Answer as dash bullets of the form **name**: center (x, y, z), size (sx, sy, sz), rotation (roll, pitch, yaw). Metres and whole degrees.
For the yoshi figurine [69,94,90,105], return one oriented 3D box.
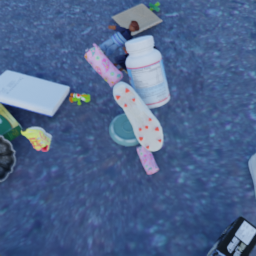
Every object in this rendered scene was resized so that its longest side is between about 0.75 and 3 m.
- **yoshi figurine**: center (-1.895, -1.180, 11.296), size (0.855, 0.481, 0.479), rotation (1, 15, 17)

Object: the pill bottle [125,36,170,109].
- **pill bottle**: center (0.621, -1.878, 9.543), size (1.221, 2.246, 1.221), rotation (-14, 24, 6)

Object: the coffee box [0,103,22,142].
- **coffee box**: center (-5.558, 0.294, 10.090), size (2.956, 0.650, 1.818), rotation (-36, 64, -21)

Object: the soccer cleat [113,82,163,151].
- **soccer cleat**: center (0.366, -0.392, 8.961), size (0.877, 2.530, 0.981), rotation (-29, 19, 9)

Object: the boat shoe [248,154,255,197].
- **boat shoe**: center (4.614, 1.794, 8.857), size (0.920, 1.062, 2.492), rotation (-1, 57, 0)

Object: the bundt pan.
- **bundt pan**: center (-4.653, 1.023, 9.264), size (1.741, 0.653, 1.741), rotation (1, 87, -25)

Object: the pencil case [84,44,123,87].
- **pencil case**: center (-0.857, -2.173, 9.780), size (1.515, 0.662, 0.662), rotation (48, 65, -5)

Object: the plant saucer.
- **plant saucer**: center (0.018, 0.000, 10.568), size (1.492, 0.204, 1.492), rotation (0, 57, 0)

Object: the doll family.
- **doll family**: center (0.241, -2.772, 10.584), size (1.719, 2.973, 1.167), rotation (-29, 63, 27)

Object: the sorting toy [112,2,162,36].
- **sorting toy**: center (0.783, -5.568, 14.118), size (2.688, 0.396, 1.987), rotation (-30, 57, -14)

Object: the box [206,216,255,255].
- **box**: center (2.740, 3.385, 7.642), size (0.708, 1.345, 1.643), rotation (38, 65, 22)

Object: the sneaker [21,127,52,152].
- **sneaker**: center (-2.880, 0.385, 8.921), size (0.553, 1.416, 0.640), rotation (-7, 70, 16)

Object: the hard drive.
- **hard drive**: center (-3.906, -1.392, 10.961), size (2.695, 0.342, 1.778), rotation (15, 41, 3)

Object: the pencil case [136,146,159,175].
- **pencil case**: center (0.666, 1.076, 9.706), size (0.468, 0.468, 1.070), rotation (-16, 59, -10)
